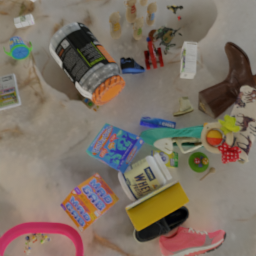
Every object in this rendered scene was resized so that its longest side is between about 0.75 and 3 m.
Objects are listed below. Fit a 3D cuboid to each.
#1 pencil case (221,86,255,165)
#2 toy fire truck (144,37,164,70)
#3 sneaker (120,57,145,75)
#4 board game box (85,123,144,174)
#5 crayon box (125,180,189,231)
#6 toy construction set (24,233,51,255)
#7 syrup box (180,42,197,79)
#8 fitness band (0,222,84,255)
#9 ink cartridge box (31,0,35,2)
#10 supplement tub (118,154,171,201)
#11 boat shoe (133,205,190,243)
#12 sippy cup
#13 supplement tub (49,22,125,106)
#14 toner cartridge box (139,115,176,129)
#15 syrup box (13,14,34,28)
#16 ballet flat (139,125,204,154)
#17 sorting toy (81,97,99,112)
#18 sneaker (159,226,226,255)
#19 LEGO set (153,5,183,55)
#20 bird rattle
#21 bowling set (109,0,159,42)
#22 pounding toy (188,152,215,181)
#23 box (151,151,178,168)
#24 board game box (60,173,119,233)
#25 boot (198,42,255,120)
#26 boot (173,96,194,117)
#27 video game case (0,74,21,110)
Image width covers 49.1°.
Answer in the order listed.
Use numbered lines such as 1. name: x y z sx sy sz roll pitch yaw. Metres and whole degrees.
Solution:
1. pencil case: 4.433 -0.096 10.640 1.261 1.097 2.819 23 84 -23
2. toy fire truck: 0.991 -3.088 11.425 0.741 1.110 1.322 -10 56 9
3. sneaker: 0.199 -2.488 11.202 0.554 1.581 0.616 -9 94 30
4. board game box: -0.525 0.706 10.438 1.858 0.418 1.413 21 70 40
5. crayon box: 0.845 2.487 9.027 1.786 2.841 0.733 -27 77 -8
6. toy construction set: -3.349 4.076 10.101 0.967 0.445 0.634 -33 78 -19
7. syrup box: 2.542 -2.843 11.770 0.582 0.563 1.429 5 76 1
8. fitness band: -2.923 4.162 9.308 2.863 0.536 2.056 4 42 -6
9. ink cartridge box: -4.482 -6.334 12.839 0.998 0.250 0.803 35 78 7
10. supplement tub: 0.605 1.766 10.151 1.662 1.205 1.205 -29 77 3
11. boat shoe: 1.215 3.431 10.107 2.256 0.702 0.842 -25 79 -4
12. sippy cup: -4.672 -3.427 11.861 0.806 1.026 0.752 -43 63 29
13. supplement tub: -1.562 -2.460 11.011 1.837 1.837 2.998 -35 78 -8
14. toner cartridge box: 1.156 -0.163 11.043 1.374 0.653 0.297 14 76 3
15. syrup box: -4.601 -4.712 12.369 0.806 0.328 0.317 -15 76 -4
16. ballet flat: 1.825 0.489 10.667 2.793 0.940 0.983 -5 57 -3
17. sorting toy: -1.487 -1.047 11.552 0.751 0.101 0.560 42 79 10
18. sneaker: 2.245 3.910 9.875 2.463 0.908 1.068 -18 75 -4
19. LEGO set: 1.659 -4.103 11.630 1.316 2.026 0.574 6 32 -35
20. bird rattle: 3.325 0.413 9.995 1.408 0.973 1.727 6 107 29
21. bowling set: 0.655 -4.665 11.751 1.945 1.500 2.795 33 78 8
22. pounding toy: 2.825 1.389 10.712 0.814 0.490 1.055 -31 78 -10
23. box: 1.424 1.221 10.898 1.073 0.259 0.629 3 77 -1
24. board game box: -1.349 2.600 9.786 1.231 1.231 1.232 48 39 11
25. boot: 3.741 -1.926 11.411 2.658 0.854 2.477 -30 81 -3
26. boot: 2.141 -0.872 11.393 0.905 0.326 0.700 -18 77 -8
27. video game case: -5.358 -1.407 11.610 1.560 0.172 1.420 -16 76 -5
